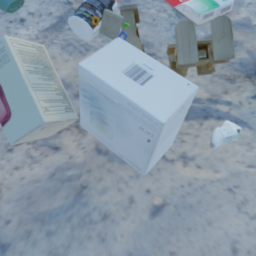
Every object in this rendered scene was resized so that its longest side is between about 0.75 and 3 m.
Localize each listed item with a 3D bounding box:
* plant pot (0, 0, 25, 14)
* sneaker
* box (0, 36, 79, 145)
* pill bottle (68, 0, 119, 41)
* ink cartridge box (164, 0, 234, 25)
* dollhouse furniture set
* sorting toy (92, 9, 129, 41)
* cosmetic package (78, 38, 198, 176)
[{"bbox_3d":[-3.893,-4.280,8.974,1.147,1.147,0.920,-41,99,-25],"label":"plant pot"},{"bbox_3d":[2.809,0.205,8.027,0.557,0.489,1.390,23,40,35],"label":"sneaker"},{"bbox_3d":[-2.761,-0.992,7.726,1.364,1.601,2.504,-28,85,23],"label":"box"},{"bbox_3d":[-0.869,-3.246,7.768,0.850,0.850,1.601,26,68,17],"label":"pill bottle"},{"bbox_3d":[3.533,-6.542,14.299,2.280,0.710,2.834,-29,62,-19],"label":"ink cartridge box"},{"bbox_3d":[1.331,-2.567,8.207,2.890,2.533,1.920,-6,91,5],"label":"dollhouse furniture set"},{"bbox_3d":[-0.414,-2.517,6.863,1.068,0.602,0.146,31,30,15],"label":"sorting toy"},{"bbox_3d":[0.065,-0.380,5.866,1.977,1.983,1.219,36,59,18],"label":"cosmetic package"}]
